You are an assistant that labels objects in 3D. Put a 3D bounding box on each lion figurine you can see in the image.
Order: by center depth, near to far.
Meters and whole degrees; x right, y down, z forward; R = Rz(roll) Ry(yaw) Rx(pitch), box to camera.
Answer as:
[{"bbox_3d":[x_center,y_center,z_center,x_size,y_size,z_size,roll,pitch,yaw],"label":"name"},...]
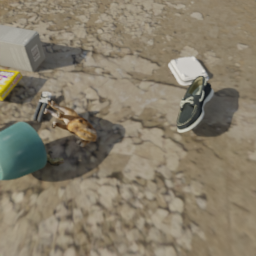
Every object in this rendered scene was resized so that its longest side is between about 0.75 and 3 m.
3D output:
[{"bbox_3d":[-2.101,-0.309,10.246,1.496,0.885,2.442,15,25,-35],"label":"lion figurine"}]

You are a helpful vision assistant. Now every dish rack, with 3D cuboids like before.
[{"bbox_3d":[2.729,-2.665,12.674,1.446,0.367,1.685,-13,51,-10],"label":"dish rack"}]

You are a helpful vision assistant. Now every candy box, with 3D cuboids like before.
[{"bbox_3d":[-6.140,-1.940,11.834,2.972,0.393,1.519,9,53,17],"label":"candy box"}]

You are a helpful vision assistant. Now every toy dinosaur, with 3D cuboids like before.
[{"bbox_3d":[-3.111,0.696,9.522,2.000,0.881,0.475,24,45,19],"label":"toy dinosaur"}]

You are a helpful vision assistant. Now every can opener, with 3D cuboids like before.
[{"bbox_3d":[-3.404,-0.841,11.157,0.378,0.477,1.434,13,56,-6],"label":"can opener"}]

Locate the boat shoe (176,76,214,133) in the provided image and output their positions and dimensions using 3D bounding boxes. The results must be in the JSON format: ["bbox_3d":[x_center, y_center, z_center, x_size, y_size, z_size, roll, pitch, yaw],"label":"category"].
[{"bbox_3d":[2.336,-0.934,10.334,1.033,0.824,2.732,-14,30,40],"label":"boat shoe"}]

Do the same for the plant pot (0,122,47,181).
[{"bbox_3d":[-3.582,0.819,8.618,1.677,1.677,1.346,32,39,24],"label":"plant pot"}]

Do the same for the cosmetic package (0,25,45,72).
[{"bbox_3d":[-5.462,-3.688,12.769,2.856,1.525,1.288,17,54,11],"label":"cosmetic package"}]
